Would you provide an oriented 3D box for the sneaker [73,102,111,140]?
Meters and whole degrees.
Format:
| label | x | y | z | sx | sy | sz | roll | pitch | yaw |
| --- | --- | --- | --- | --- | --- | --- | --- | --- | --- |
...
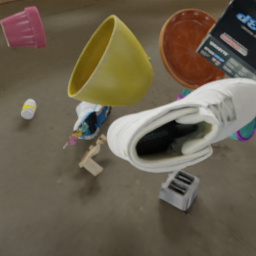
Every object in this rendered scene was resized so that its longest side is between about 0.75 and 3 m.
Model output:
| label | x | y | z | sx | sy | sz | roll | pitch | yaw |
| --- | --- | --- | --- | --- | --- | --- | --- | --- | --- |
| sneaker | -1.474 | -0.415 | 10.022 | 1.093 | 0.945 | 2.522 | 5 | 31 | 16 |

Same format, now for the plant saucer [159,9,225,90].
| label | x | y | z | sx | sy | sz | roll | pitch | yaw |
| --- | --- | --- | --- | --- | --- | --- | --- | --- | --- |
| plant saucer | 2.095 | -2.440 | 8.837 | 2.533 | 2.533 | 0.409 | -18 | 2 | -21 |

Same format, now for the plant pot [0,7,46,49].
| label | x | y | z | sx | sy | sz | roll | pitch | yaw |
| --- | --- | --- | --- | --- | --- | --- | --- | --- | --- |
| plant pot | -2.907 | -2.692 | 7.744 | 0.984 | 1.100 | 1.100 | -19 | 43 | -19 |

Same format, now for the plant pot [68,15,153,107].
| label | x | y | z | sx | sy | sz | roll | pitch | yaw |
| --- | --- | --- | --- | --- | --- | --- | --- | --- | --- |
| plant pot | -0.330 | -1.578 | 7.875 | 1.735 | 2.445 | 2.445 | 26 | 31 | -26 |

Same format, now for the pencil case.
| label | x | y | z | sx | sy | sz | roll | pitch | yaw |
| --- | --- | --- | --- | --- | --- | --- | --- | --- | --- |
| pencil case | 2.165 | -0.375 | 7.250 | 1.027 | 0.946 | 2.222 | 24 | 0 | -37 |

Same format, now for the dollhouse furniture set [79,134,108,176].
| label | x | y | z | sx | sy | sz | roll | pitch | yaw |
| --- | --- | --- | --- | --- | --- | --- | --- | --- | --- |
| dollhouse furniture set | -0.973 | 0.876 | 8.688 | 0.552 | 0.647 | 1.247 | 41 | 41 | -13 |

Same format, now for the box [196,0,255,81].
| label | x | y | z | sx | sy | sz | roll | pitch | yaw |
| --- | --- | --- | --- | --- | --- | --- | --- | --- | --- |
| box | 3.290 | -1.797 | 6.489 | 2.830 | 0.651 | 2.249 | 37 | 66 | 0 |

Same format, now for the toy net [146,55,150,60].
| label | x | y | z | sx | sy | sz | roll | pitch | yaw |
| --- | --- | --- | --- | --- | --- | --- | --- | --- | --- |
| toy net | 0.505 | -3.890 | 14.624 | 0.799 | 0.294 | 1.523 | -21 | 43 | -24 |

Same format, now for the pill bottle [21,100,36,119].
| label | x | y | z | sx | sy | sz | roll | pitch | yaw |
| --- | --- | --- | --- | --- | --- | --- | --- | --- | --- |
| pill bottle | -3.759 | -0.728 | 10.632 | 0.444 | 0.444 | 0.812 | -3 | 39 | -4 |

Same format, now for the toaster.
| label | x | y | z | sx | sy | sz | roll | pitch | yaw |
| --- | --- | --- | --- | --- | --- | --- | --- | --- | --- |
| toaster | 1.410 | 1.685 | 7.572 | 0.973 | 0.577 | 0.879 | 24 | 46 | 26 |

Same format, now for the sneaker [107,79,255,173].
| label | x | y | z | sx | sy | sz | roll | pitch | yaw |
| --- | --- | --- | --- | --- | --- | --- | --- | --- | --- |
| sneaker | 1.208 | -0.058 | 4.312 | 2.931 | 1.080 | 1.694 | -21 | 9 | -9 |

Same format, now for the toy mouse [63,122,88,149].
| label | x | y | z | sx | sy | sz | roll | pitch | yaw |
| --- | --- | --- | --- | --- | --- | --- | --- | --- | --- |
| toy mouse | -1.045 | 0.134 | 5.881 | 0.154 | 0.709 | 0.798 | 43 | 64 | -10 |
